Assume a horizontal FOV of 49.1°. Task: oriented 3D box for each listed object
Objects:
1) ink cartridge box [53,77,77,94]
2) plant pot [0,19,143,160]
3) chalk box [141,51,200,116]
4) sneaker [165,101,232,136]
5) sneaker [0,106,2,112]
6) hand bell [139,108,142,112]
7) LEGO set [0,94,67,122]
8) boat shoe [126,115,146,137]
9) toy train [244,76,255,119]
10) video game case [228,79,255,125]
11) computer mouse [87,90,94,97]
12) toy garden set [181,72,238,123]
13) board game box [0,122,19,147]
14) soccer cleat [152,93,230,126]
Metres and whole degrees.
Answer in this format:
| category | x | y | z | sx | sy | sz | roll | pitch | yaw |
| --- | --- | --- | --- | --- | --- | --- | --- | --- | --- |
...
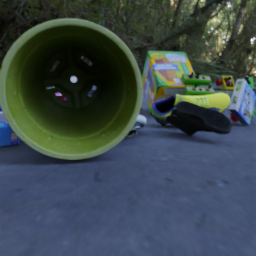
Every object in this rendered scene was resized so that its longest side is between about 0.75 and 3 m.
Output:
| category | x | y | z | sx | sy | sz | roll | pitch | yaw |
| --- | --- | --- | --- | --- | --- | --- | --- | --- | --- |
| ink cartridge box | -2.223 | -1.436 | 11.761 | 0.991 | 1.724 | 2.944 | -44 | 18 | -4 |
| plant pot | -1.297 | -0.993 | 6.596 | 2.734 | 2.734 | 2.596 | -2 | 16 | -11 |
| chalk box | 1.681 | -2.202 | 12.389 | 1.808 | 1.799 | 2.906 | -3 | 52 | -12 |
| sneaker | 1.975 | -0.145 | 8.069 | 1.979 | 1.032 | 0.594 | 28 | 62 | 27 |
| sneaker | -3.986 | -0.853 | 8.903 | 2.241 | 0.879 | 0.739 | 1 | 7 | 17 |
| hand bell | -0.313 | -1.001 | 12.780 | 1.923 | 1.001 | 1.001 | 11 | 12 | 2 |
| LEGO set | -2.736 | -0.279 | 8.433 | 1.165 | 1.083 | 2.839 | 3 | 18 | 23 |
| boat shoe | -0.002 | -0.051 | 8.153 | 0.673 | 0.662 | 1.867 | -5 | -6 | 27 |
| toy train | 4.641 | -1.154 | 10.710 | 0.461 | 1.635 | 0.341 | -9 | 5 | -44 |
| video game case | 3.981 | -0.869 | 9.683 | 0.288 | 1.148 | 1.266 | 8 | -17 | 46 |
| computer mouse | -1.446 | -0.552 | 8.948 | 1.821 | 0.597 | 2.594 | 9 | 29 | -30 |
| toy garden set | 3.229 | -1.179 | 10.363 | 2.069 | 0.495 | 2.482 | 3 | 51 | -9 |
| board game box | -4.312 | 0.161 | 7.350 | 2.396 | 0.539 | 1.822 | -8 | 14 | -33 |
| soccer cleat | 2.016 | -0.731 | 9.259 | 2.579 | 1.079 | 0.834 | -12 | 47 | 18 |
